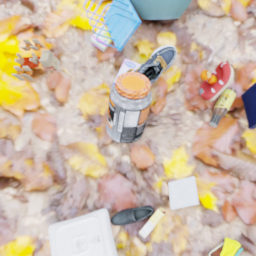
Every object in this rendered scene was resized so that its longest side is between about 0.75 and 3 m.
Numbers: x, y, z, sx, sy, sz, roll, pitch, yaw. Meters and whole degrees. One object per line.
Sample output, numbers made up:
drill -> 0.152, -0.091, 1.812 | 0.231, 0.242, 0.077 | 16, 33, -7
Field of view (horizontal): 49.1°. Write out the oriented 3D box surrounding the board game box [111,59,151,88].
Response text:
board game box -> 0.209, -1.666, 9.853 | 1.230, 0.253, 1.227 | 22, 77, 5

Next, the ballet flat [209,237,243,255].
ballet flat -> 2.573, 4.109, 8.287 | 0.666, 0.664, 1.986 | 35, 75, 30

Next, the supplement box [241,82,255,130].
supplement box -> 5.179, -0.829, 9.099 | 2.364, 1.294, 1.287 | -7, 76, 0

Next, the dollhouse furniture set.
dollhouse furniture set -> -2.842, -2.051, 8.719 | 1.245, 0.648, 1.258 | 4, 73, 22

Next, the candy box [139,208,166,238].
candy box -> 0.746, 2.867, 8.478 | 0.253, 0.528, 0.914 | 39, 92, 19

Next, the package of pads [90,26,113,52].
package of pads -> -0.924, -3.254, 10.167 | 0.636, 0.281, 0.824 | 35, 69, 1

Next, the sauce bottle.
sauce bottle -> 3.182, -0.701, 9.465 | 0.481, 0.481, 1.487 | 29, 73, 7

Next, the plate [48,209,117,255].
plate -> -1.348, 3.377, 8.016 | 1.901, 0.307, 1.897 | -16, 50, -3

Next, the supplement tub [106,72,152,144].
supplement tub -> 0.014, -0.585, 8.518 | 1.258, 2.053, 1.258 | 5, 47, -6

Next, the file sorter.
file sorter -> -0.624, -3.742, 9.313 | 1.110, 1.255, 1.809 | 6, 51, -39

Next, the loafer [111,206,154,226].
loafer -> 0.125, 2.696, 8.633 | 1.379, 0.484, 0.468 | -15, 75, -1

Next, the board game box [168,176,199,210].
board game box -> 1.705, 2.021, 8.646 | 0.896, 0.116, 0.896 | -20, 50, 26

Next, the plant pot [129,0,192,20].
plant pot -> 1.141, -4.755, 9.600 | 2.836, 2.836, 1.910 | -3, 114, -1

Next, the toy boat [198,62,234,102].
toy boat -> 2.712, -1.580, 9.081 | 0.877, 1.342, 0.876 | 27, 31, -24

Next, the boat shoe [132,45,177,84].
boat shoe -> 0.971, -2.011, 9.220 | 2.208, 1.002, 0.781 | -41, 109, -15
